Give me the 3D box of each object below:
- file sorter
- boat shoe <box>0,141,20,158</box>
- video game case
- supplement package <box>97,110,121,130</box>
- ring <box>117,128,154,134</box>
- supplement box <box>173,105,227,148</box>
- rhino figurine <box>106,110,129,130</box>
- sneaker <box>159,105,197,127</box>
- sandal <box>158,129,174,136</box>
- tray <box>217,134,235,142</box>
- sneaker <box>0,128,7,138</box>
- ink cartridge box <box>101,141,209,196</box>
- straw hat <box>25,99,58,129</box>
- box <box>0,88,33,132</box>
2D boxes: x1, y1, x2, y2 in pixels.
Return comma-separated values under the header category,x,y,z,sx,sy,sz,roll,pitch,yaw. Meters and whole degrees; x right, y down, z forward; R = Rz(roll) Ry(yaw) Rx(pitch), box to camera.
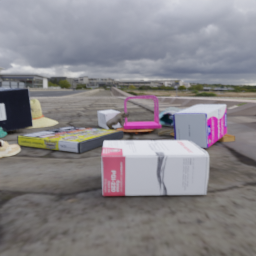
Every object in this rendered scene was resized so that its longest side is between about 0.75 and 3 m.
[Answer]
category,x,y,z,sx,sy,sz,roll,pitch,yaw
file sorter,0.533,-0.666,11.543,1.416,1.278,2.038,-2,5,1
boat shoe,-3.265,0.532,7.203,0.440,0.413,1.193,3,9,21
video game case,-1.748,0.312,9.018,2.314,0.327,2.561,4,8,25
supplement package,-0.830,-0.373,12.197,0.700,0.674,1.231,-9,11,-19
ring,0.287,0.097,10.963,1.464,0.140,1.464,-1,5,0
supplement box,2.324,-0.115,8.835,1.040,1.018,2.012,1,13,34
rhino figurine,-0.347,-0.291,10.005,1.024,0.448,0.306,-37,32,-9
sneaker,2.405,-0.361,12.137,2.598,1.008,1.122,-3,15,40
sandal,1.652,0.186,10.112,1.136,0.307,0.456,-12,-2,19
tray,3.114,0.291,9.628,0.504,0.189,1.021,-4,10,-21
sneaker,-4.676,0.206,9.672,0.427,0.363,0.975,-2,8,23
ink cartridge box,0.418,0.679,5.105,1.752,0.743,1.276,-2,9,-2
straw hat,-4.680,-0.756,13.211,2.873,1.216,2.873,-1,9,0
box,-5.703,-0.671,10.726,2.986,1.554,2.719,-13,15,-43
